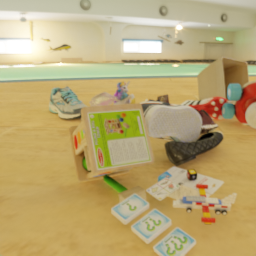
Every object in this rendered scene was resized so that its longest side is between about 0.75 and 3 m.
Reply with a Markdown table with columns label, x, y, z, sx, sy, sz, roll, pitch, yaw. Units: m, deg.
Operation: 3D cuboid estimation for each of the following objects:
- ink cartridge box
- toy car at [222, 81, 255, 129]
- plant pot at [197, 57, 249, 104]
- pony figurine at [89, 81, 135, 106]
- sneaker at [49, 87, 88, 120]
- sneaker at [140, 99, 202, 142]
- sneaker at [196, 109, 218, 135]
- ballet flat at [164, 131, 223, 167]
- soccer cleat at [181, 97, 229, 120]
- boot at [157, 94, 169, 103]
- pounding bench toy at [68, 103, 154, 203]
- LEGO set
| label | x | y | z | sx | sy | sz | roll | pitch | yaw |
| --- | --- | --- | --- | --- | --- | --- | --- | --- | --- |
| ink cartridge box | 1.289 | 1.240 | 5.836 | 1.190 | 0.397 | 0.689 | 13 | 21 | 37 |
| toy car | 4.720 | -0.478 | 10.281 | 1.937 | 1.858 | 2.101 | 2 | 45 | 3 |
| plant pot | 4.776 | -2.196 | 14.402 | 2.131 | 2.133 | 1.888 | -1 | -6 | -35 |
| pony figurine | -0.375 | -0.846 | 10.829 | 1.524 | 1.766 | 1.830 | 38 | 19 | -47 |
| sneaker | -2.730 | -1.153 | 12.366 | 1.127 | 1.254 | 2.904 | -15 | 22 | -40 |
| sneaker | 0.993 | -0.197 | 7.591 | 1.104 | 1.090 | 2.780 | 16 | 3 | 40 |
| sneaker | 2.422 | -0.221 | 9.798 | 1.507 | 0.870 | 0.570 | -5 | -28 | -41 |
| ballet flat | 1.955 | 0.397 | 7.848 | 2.470 | 0.702 | 0.821 | -18 | -10 | -45 |
| soccer cleat | 2.982 | -0.791 | 11.704 | 2.952 | 1.013 | 1.257 | -13 | 23 | -26 |
| boot | 1.379 | -0.728 | 9.538 | 0.468 | 1.456 | 1.357 | 10 | 54 | 28 |
| pounding bench toy | -0.401 | 0.750 | 6.188 | 1.304 | 2.099 | 1.637 | -6 | -14 | -25 |
| LEGO set | 0.876 | 1.285 | 4.954 | 1.932 | 0.474 | 1.443 | -23 | 36 | -35 |
